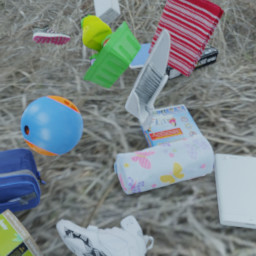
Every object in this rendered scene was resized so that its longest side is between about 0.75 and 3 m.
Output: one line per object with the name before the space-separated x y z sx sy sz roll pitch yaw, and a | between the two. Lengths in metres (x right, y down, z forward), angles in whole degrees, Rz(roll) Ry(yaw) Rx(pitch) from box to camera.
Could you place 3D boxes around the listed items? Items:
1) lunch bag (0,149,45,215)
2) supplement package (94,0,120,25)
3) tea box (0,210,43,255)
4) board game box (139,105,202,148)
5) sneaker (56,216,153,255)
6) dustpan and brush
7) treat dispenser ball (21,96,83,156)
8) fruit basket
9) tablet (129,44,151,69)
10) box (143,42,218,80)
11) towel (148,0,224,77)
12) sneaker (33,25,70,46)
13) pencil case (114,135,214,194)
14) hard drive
lunch bag | -3.477 1.647 7.904 2.198 1.493 1.454 -9 48 -11
supplement package | -0.797 -4.529 10.438 0.755 0.537 0.969 -24 66 34
tea box | -2.979 3.018 6.613 0.978 1.464 1.441 35 55 28
board game box | 1.489 0.045 10.107 1.810 0.506 1.772 -11 48 -10
sneaker | -0.571 2.823 7.224 2.440 0.917 1.402 28 52 18
dustpan and brush | 0.501 -0.728 7.061 0.831 2.902 2.026 26 62 0
treat dispenser ball | -1.900 -0.052 7.052 1.504 1.504 1.504 0 46 0
fruit basket | -0.795 -2.384 8.291 2.044 2.044 1.474 19 56 17
tablet | 1.255 -3.311 12.565 2.650 0.181 1.724 -9 47 -4
box | 2.372 -3.553 13.380 2.966 0.728 2.391 -24 52 -21
towel | 1.691 -2.983 8.829 1.759 2.432 0.273 36 45 15
sneaker | -3.141 -3.816 11.404 1.574 0.581 0.689 -8 68 -34
pencil case | 1.110 1.073 8.635 2.986 1.241 1.354 -13 34 -13
hard drive | 3.497 1.861 8.524 1.540 0.307 2.335 5 47 5
